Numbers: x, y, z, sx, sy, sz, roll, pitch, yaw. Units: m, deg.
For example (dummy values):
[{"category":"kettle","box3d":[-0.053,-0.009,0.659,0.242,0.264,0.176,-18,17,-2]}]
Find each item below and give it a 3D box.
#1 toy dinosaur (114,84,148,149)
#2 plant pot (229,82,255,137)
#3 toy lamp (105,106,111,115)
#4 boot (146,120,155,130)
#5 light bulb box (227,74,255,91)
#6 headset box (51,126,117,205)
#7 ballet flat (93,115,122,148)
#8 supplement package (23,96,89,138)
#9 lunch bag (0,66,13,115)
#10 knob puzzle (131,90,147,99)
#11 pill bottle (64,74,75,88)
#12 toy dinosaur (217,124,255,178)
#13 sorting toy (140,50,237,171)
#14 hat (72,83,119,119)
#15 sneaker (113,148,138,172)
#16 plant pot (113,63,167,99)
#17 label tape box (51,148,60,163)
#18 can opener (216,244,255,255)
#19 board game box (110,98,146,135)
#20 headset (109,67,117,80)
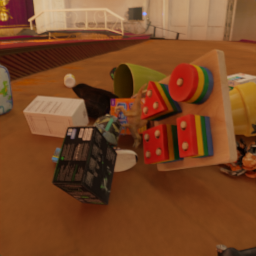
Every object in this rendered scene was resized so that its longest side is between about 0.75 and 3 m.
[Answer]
[{"category":"toy dinosaur","box3d":[0.121,-0.430,8.990,1.049,2.075,0.604,6,12,8]},{"category":"plant pot","box3d":[3.838,-0.530,10.307,1.828,1.943,1.943,-13,21,9]},{"category":"toy lamp","box3d":[-0.662,-0.581,11.776,0.531,0.531,1.825,-4,15,-10]},{"category":"boot","box3d":[1.856,0.092,9.521,2.058,0.989,2.815,-9,24,-12]},{"category":"light bulb box","box3d":[4.936,-1.487,12.671,1.622,1.636,1.021,-17,28,-34]},{"category":"headset box","box3d":[-0.890,0.917,6.466,0.727,1.568,1.365,-2,60,20]},{"category":"ballet flat","box3d":[-0.625,0.108,8.347,1.016,1.016,2.737,-4,-3,-11]},{"category":"supplement package","box3d":[-2.648,-0.407,10.435,1.958,1.114,1.073,7,41,16]},{"category":"lunch bag","box3d":[-6.466,-1.527,11.843,1.199,2.337,2.908,18,30,35]},{"category":"knob puzzle","box3d":[0.646,-1.250,10.208,1.268,0.176,1.268,-13,-9,-2]},{"category":"pill bottle","box3d":[-3.664,-2.978,17.532,0.666,0.666,1.189,-5,23,-11]},{"category":"toy dinosaur","box3d":[3.594,0.907,7.978,2.450,1.251,1.663,33,61,32]},{"category":"sorting toy","box3d":[1.256,-0.315,7.166,0.919,2.623,2.639,5,-14,-29]},{"category":"hat","box3d":[-1.460,-0.954,11.940,2.424,0.978,2.424,15,-14,4]},{"category":"sneaker","box3d":[-0.701,0.729,8.381,1.757,0.708,1.287,-12,33,-8]},{"category":"plant pot","box3d":[0.761,-2.035,13.597,2.297,2.149,2.149,-6,23,-27]},{"category":"label tape box","box3d":[-1.999,0.932,8.510,0.547,0.240,0.759,14,22,-6]},{"category":"can opener","box3d":[2.205,2.352,5.066,1.752,0.689,0.555,-6,-16,-21]},{"category":"board game box","box3d":[-0.020,-0.372,10.056,1.195,1.195,1.196,-1,-3,-4]},{"category":"headset","box3d":[-0.187,-2.590,15.595,1.506,1.146,2.439,53,30,14]}]
